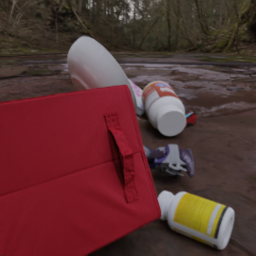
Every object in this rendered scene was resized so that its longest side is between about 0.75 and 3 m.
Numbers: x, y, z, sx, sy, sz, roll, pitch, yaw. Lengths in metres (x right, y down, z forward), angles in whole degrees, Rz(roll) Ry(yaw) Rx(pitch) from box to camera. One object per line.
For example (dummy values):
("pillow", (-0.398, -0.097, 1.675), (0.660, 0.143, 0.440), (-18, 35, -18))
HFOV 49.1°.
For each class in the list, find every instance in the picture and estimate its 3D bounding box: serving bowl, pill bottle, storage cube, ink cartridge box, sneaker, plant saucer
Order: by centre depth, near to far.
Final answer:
("storage cube", (-1.315, 0.795, 4.833), (2.445, 2.325, 2.720), (-14, -1, -34))
("pill bottle", (1.261, 1.723, 5.464), (1.403, 0.786, 0.786), (14, 24, 32))
("serving bowl", (-0.745, -0.972, 6.455), (0.699, 2.124, 2.124), (-39, 35, -17))
("pill bottle", (1.379, -0.763, 10.906), (1.392, 1.392, 2.482), (-3, 31, -8))
("sneaker", (2.280, -0.368, 11.619), (1.429, 0.567, 0.682), (-17, 24, -40))
("plant saucer", (1.018, -0.390, 12.105), (1.629, 0.280, 1.629), (1, 20, 0))
("ink cartridge box", (0.063, -1.575, 12.653), (1.909, 0.413, 1.874), (39, 27, -9))

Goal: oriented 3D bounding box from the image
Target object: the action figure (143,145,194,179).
("action figure", (0.063, 0.679, 7.023), (2.986, 1.943, 1.036), (9, 62, -11))
